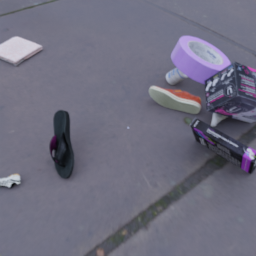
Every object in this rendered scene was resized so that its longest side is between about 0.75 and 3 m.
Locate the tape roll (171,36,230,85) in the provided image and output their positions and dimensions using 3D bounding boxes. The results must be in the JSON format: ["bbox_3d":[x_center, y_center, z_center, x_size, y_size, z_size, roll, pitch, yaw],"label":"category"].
[{"bbox_3d":[2.957,-2.763,11.422,2.340,0.768,2.340,16,43,-15],"label":"tape roll"}]

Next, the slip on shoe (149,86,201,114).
[{"bbox_3d":[1.821,-1.168,10.880,2.114,0.783,0.647,18,55,10],"label":"slip on shoe"}]

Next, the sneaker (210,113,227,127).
[{"bbox_3d":[3.500,-0.515,10.442,0.608,0.523,1.436,20,49,20],"label":"sneaker"}]

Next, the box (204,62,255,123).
[{"bbox_3d":[3.958,-1.108,9.671,2.203,1.456,1.264,13,66,-25],"label":"box"}]

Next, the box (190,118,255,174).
[{"bbox_3d":[2.988,0.570,8.742,2.126,1.520,0.384,32,83,27],"label":"box"}]

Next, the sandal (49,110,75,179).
[{"bbox_3d":[-2.204,0.511,8.863,0.837,0.533,2.228,-20,72,35],"label":"sandal"}]

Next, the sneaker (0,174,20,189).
[{"bbox_3d":[-3.677,1.690,8.497,0.812,0.307,0.356,-20,75,0],"label":"sneaker"}]

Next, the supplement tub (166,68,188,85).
[{"bbox_3d":[2.078,-2.214,11.705,0.592,0.898,0.592,10,71,-31],"label":"supplement tub"}]

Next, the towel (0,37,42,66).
[{"bbox_3d":[-5.469,-3.801,13.729,1.857,0.299,1.774,25,52,22],"label":"towel"}]
